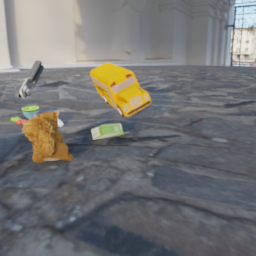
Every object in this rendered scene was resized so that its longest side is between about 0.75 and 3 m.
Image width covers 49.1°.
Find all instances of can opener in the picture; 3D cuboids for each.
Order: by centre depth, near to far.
[{"bbox_3d":[-2.340,-1.141,6.566,0.360,0.287,1.078,4,56,13],"label":"can opener"}]

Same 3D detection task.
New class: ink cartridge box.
[{"bbox_3d":[-0.603,0.105,9.553,0.621,0.355,1.197,-20,-9,42],"label":"ink cartridge box"}]

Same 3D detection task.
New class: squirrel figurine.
[{"bbox_3d":[-2.212,0.162,7.698,1.057,1.394,1.493,-6,-15,4],"label":"squirrel figurine"}]

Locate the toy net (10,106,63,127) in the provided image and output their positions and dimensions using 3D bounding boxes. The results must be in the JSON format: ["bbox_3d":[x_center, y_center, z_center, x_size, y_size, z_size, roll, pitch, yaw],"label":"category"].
[{"bbox_3d":[-3.969,-0.456,12.279,2.604,0.503,1.366,12,21,34],"label":"toy net"}]

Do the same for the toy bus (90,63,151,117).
[{"bbox_3d":[-0.299,-1.186,8.171,0.847,1.019,2.603,-29,27,-10],"label":"toy bus"}]
